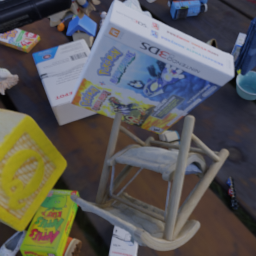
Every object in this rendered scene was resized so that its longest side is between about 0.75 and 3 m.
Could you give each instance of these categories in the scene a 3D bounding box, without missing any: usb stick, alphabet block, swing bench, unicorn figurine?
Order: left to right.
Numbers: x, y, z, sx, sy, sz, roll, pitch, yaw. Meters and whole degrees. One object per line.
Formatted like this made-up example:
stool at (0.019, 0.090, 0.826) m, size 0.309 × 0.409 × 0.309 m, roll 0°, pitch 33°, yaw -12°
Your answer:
unicorn figurine at (-5.105, -1.985, 9.956) m, size 2.706 × 0.999 × 1.859 m, roll 30°, pitch 50°, yaw 2°
alphabet block at (-3.249, 0.907, 6.915) m, size 2.172 × 2.133 × 2.122 m, roll 11°, pitch 57°, yaw 29°
usb stick at (-2.533, -2.325, 5.839) m, size 2.897 × 0.803 × 0.472 m, roll -24°, pitch 90°, yaw -7°
swing bench at (0.343, 0.941, 5.262) m, size 2.103 × 1.372 × 2.114 m, roll 8°, pitch 67°, yaw 51°

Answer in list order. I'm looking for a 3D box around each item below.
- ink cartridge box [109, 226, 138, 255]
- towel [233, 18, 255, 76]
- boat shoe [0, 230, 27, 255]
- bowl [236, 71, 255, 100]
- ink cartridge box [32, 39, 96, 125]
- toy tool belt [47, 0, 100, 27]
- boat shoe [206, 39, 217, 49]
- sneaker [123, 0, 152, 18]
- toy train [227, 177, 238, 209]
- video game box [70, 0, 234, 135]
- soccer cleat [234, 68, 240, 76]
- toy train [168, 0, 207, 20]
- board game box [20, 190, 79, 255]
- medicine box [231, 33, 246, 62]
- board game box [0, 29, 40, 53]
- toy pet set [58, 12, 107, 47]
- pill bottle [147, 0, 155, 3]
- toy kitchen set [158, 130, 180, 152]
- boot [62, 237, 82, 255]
ink cartridge box at (-0.076, 2.828, 7.014) m, size 0.653 × 0.383 × 0.891 m, roll 8°, pitch 56°, yaw 5°
towel at (3.447, -2.322, 7.495) m, size 1.058 × 1.894 × 0.460 m, roll -38°, pitch 65°, yaw -14°
boat shoe at (-2.964, 3.014, 6.865) m, size 0.426 × 0.417 × 1.204 m, roll 26°, pitch 60°, yaw 16°
bowl at (4.208, -1.382, 9.686) m, size 1.079 × 0.564 × 1.079 m, roll 0°, pitch 57°, yaw -1°
ink cartridge box at (-1.898, -1.590, 9.495) m, size 1.898 × 1.096 × 2.600 m, roll -20°, pitch 59°, yaw -13°
toy tool belt at (-1.642, -4.302, 8.653) m, size 2.782 × 1.709 × 1.737 m, roll -34°, pitch 78°, yaw 7°
boat shoe at (2.686, -2.415, 8.940) m, size 0.367 × 0.329 × 0.991 m, roll 10°, pitch 63°, yaw -22°
sneaker at (0.294, -4.499, 11.653) m, size 1.004 × 0.881 × 2.505 m, roll -23°, pitch 52°, yaw -9°
toy train at (2.906, 1.808, 7.832) m, size 0.214 × 0.160 × 0.935 m, roll -3°, pitch 57°, yaw 12°
video game box at (0.324, -1.002, 6.124) m, size 2.580 × 2.831 × 0.663 m, roll 20°, pitch 58°, yaw -15°
soccer cleat at (4.259, -1.910, 10.238) m, size 0.456 × 0.353 × 1.091 m, roll -42°, pitch 67°, yaw 9°
toy train at (2.632, -5.321, 12.226) m, size 1.742 × 0.755 × 0.995 m, roll -9°, pitch 66°, yaw -8°
board game box at (-1.872, 2.340, 6.958) m, size 0.876 × 0.411 × 1.724 m, roll 2°, pitch 38°, yaw 8°
medicine box at (4.256, -3.041, 10.682) m, size 0.411 × 0.728 × 0.799 m, roll 20°, pitch 59°, yaw 13°
board game box at (-4.636, -3.656, 11.395) m, size 1.880 × 0.282 × 0.898 m, roll 19°, pitch 58°, yaw 15°
toy pet set at (-1.933, -4.320, 11.286) m, size 2.145 × 1.139 × 2.003 m, roll 2°, pitch 56°, yaw 2°
pill bottle at (1.318, -4.483, 8.030) m, size 1.989 × 1.118 × 1.118 m, roll -18°, pitch 51°, yaw 29°
toy kitchen set at (1.462, 0.649, 8.484) m, size 0.682 × 0.928 × 1.158 m, roll -13°, pitch 94°, yaw -8°
boot at (-1.882, 3.344, 6.576) m, size 0.915 × 0.640 × 1.707 m, roll 16°, pitch 50°, yaw 14°
